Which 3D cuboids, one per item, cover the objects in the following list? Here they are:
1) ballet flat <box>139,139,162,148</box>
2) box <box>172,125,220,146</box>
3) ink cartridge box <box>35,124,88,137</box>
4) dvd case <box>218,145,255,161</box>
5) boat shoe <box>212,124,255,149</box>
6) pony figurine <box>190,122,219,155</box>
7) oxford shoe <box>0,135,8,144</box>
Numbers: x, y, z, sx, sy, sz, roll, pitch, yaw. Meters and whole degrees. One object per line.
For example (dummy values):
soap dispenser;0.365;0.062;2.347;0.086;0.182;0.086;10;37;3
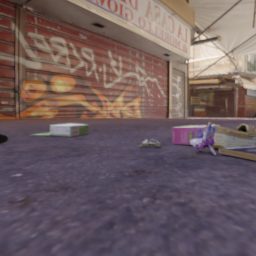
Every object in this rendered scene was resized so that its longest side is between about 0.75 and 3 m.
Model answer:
ballet flat;0.748;0.528;9.497;0.785;0.295;0.266;1;6;12
box;2.529;0.261;10.429;1.176;0.646;1.337;-5;3;-43
ink cartridge box;-3.590;0.094;14.776;2.470;0.592;1.797;3;5;21
dvd case;3.952;0.710;7.226;1.892;0.203;2.545;-2;4;-26
boat shoe;3.884;0.277;9.321;2.437;0.809;0.902;-2;4;-28
pony figurine;2.292;0.342;8.233;0.814;0.978;0.944;29;12;8
oxford shoe;-4.962;0.414;10.249;1.025;0.366;0.365;-3;2;-36
